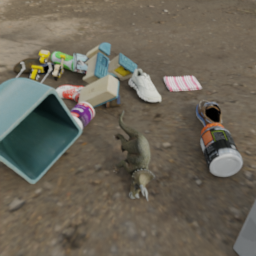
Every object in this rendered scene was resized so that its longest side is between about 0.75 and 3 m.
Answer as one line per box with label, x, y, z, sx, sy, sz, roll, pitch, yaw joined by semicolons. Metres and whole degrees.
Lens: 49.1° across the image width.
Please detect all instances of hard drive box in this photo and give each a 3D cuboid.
hard drive box;3.624;1.720;5.696;2.598;2.025;0.998;-19;43;-22

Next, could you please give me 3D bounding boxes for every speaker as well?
speaker;-2.933;-3.135;13.241;1.551;0.686;0.686;24;43;28

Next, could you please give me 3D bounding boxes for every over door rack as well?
over door rack;-4.025;-1.978;11.674;1.357;0.612;1.837;2;49;4

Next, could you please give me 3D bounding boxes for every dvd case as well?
dvd case;-1.473;-2.732;12.538;1.943;0.214;1.418;9;39;-17

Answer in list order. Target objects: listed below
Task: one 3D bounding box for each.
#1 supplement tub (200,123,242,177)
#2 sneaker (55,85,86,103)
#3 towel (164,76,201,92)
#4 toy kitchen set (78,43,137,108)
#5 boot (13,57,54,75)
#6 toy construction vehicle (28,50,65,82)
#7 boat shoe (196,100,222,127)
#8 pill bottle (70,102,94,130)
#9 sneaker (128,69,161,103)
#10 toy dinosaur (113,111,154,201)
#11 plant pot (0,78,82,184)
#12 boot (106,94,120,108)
supplement tub;2.620;0.591;8.094;0.926;0.926;1.511;1;37;1
sneaker;-2.176;-1.301;10.952;1.470;0.491;0.788;-5;35;-11
towel;2.325;-1.922;12.010;1.430;0.214;1.047;-5;38;-6
toy kitchen set;-0.449;-1.882;10.955;1.583;2.153;2.688;-17;58;40
boot;-4.234;-2.779;12.766;1.813;0.677;0.879;-28;43;-34
toy construction vehicle;-3.558;-2.661;12.464;1.334;0.539;1.532;8;68;4
boat shoe;2.877;-0.471;9.647;0.738;0.740;2.044;-2;37;-2
pill bottle;-1.706;-0.290;9.424;0.718;0.718;1.277;13;39;17
sneaker;0.675;-1.659;11.073;0.714;0.770;1.901;-7;41;-36
toy dinosaur;0.202;0.691;7.530;1.169;2.285;0.879;1;0;37
plant pot;-2.932;-0.146;7.599;2.077;2.033;2.039;30;69;29
boot;-0.516;-1.192;10.860;0.538;0.415;1.110;3;51;5
